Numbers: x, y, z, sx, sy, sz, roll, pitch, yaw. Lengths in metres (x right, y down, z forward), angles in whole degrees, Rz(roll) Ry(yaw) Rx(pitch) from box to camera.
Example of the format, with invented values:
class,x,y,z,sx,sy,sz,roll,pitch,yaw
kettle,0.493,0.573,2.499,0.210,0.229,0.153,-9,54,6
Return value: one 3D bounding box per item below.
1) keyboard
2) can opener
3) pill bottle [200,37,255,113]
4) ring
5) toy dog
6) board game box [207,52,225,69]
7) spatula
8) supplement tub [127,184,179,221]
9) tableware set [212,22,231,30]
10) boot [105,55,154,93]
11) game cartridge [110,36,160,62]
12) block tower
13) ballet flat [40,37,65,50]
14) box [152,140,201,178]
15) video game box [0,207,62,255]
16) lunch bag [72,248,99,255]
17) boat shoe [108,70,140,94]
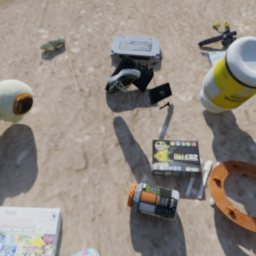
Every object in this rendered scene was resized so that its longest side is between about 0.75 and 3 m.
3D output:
class,x,y,z,sx,sy,sz,roll,pitch,yaw
keyboard,1.066,-0.966,8.909,0.129,0.794,1.249,-7,13,41
can opener,3.524,-3.483,11.011,1.536,0.487,0.604,-13,95,-1
pill bottle,2.990,-1.330,8.038,1.398,2.495,1.398,2,72,-7
ring,3.064,1.612,6.985,2.119,0.203,2.119,6,42,-5
toy dog,-4.049,-0.884,7.972,2.555,2.477,1.782,7,17,-35
board game box,3.642,-2.392,10.380,1.144,0.248,1.139,-3,50,-1
spatula,2.097,1.388,7.572,0.905,0.105,1.302,18,54,14
supplement tub,0.603,1.789,6.867,1.181,0.724,0.724,12,53,9
tableware set,4.009,-4.378,12.024,0.754,0.116,0.508,-29,55,-19
boot,0.078,-1.628,9.569,1.244,0.562,1.518,33,86,-2
game cartridge,0.305,-3.106,10.896,1.859,0.386,1.238,6,48,5
block tower,2.896,2.211,6.784,1.305,0.352,0.377,29,57,21
ballet flat,-2.923,-3.263,11.018,1.045,0.395,0.334,-31,82,-17
box,1.319,0.839,7.833,1.322,0.325,1.066,3,51,4
video game box,-2.426,2.589,6.489,1.559,0.365,1.420,2,50,2
lunch bag,-0.873,3.281,5.876,1.014,0.487,1.264,-18,55,-16
boat shoe,-0.166,-1.355,8.453,0.556,1.507,0.515,11,79,-36
